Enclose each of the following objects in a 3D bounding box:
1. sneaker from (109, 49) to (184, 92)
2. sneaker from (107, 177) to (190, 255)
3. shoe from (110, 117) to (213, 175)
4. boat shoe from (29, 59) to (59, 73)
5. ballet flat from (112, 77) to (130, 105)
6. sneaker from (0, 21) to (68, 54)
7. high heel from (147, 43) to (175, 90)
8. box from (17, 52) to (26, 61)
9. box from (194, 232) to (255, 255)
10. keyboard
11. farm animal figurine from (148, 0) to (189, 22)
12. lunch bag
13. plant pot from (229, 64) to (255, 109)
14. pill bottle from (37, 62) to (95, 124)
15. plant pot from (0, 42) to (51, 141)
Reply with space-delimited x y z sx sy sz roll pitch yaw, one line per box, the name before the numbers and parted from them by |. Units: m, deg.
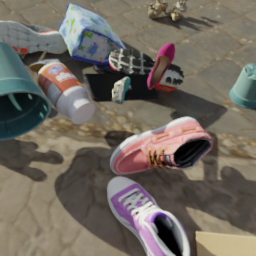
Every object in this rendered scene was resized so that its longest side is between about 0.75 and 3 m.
sneaker | 0.541 -1.769 9.506 2.653 1.126 1.022 18 67 -13
sneaker | 0.431 1.900 6.325 1.014 1.595 2.797 -30 55 -21
shoe | 0.771 0.635 7.047 2.615 0.934 1.189 -26 23 2
boat shoe | -3.201 -2.414 10.785 1.140 0.404 0.395 -10 43 -12
ballet flat | -0.214 -1.032 7.459 0.395 0.395 1.098 8 43 7
sneaker | -3.882 -3.632 11.233 2.898 1.117 1.187 5 30 -28
high heel | 0.844 -1.534 7.138 0.430 1.276 0.613 21 53 0
box | -4.877 -3.329 11.559 1.496 0.369 1.194 8 49 7
box | 2.773 3.389 5.880 2.661 0.283 2.176 4 51 4
keyboard | -0.238 -1.212 8.137 2.281 0.452 1.187 -6 66 -36
farm animal figurine | 1.911 -5.697 13.313 1.818 0.914 1.468 10 69 4
lunch bag | -1.229 -3.454 10.900 2.404 1.532 2.044 4 45 -38
plant pot | 4.161 -1.455 9.462 1.159 1.135 1.159 -1 50 1
pill bottle | -1.753 -0.976 8.005 1.014 1.014 1.807 -31 62 -24
plant pot | -3.340 -1.039 7.315 2.033 2.033 1.991 -22 67 -17
